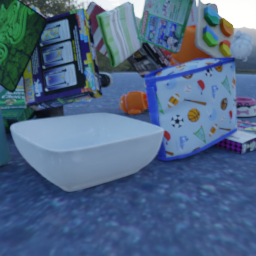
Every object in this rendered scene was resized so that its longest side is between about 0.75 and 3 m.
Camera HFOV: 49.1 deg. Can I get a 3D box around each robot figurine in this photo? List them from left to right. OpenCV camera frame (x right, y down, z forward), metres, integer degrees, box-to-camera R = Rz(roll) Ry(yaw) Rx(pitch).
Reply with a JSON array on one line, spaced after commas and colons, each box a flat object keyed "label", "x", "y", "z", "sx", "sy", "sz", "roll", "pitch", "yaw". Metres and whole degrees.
[{"label": "robot figurine", "x": 0.278, "y": -1.212, "z": 13.481, "sx": 1.595, "sy": 1.147, "sz": 0.930, "roll": -9, "pitch": 1, "yaw": 13}, {"label": "robot figurine", "x": 2.410, "y": -2.941, "z": 10.466, "sx": 1.830, "sy": 2.544, "sz": 1.484, "roll": 8, "pitch": 34, "yaw": -6}, {"label": "robot figurine", "x": 3.009, "y": -2.171, "z": 7.437, "sx": 0.541, "sy": 0.813, "sz": 0.958, "roll": -15, "pitch": 26, "yaw": 34}]

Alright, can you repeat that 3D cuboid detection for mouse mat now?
[{"label": "mouse mat", "x": -3.008, "y": -2.128, "z": 6.957, "sx": 1.665, "sy": 2.069, "sz": 0.078, "roll": 36, "pitch": 14, "yaw": 14}]

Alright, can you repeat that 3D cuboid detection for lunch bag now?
[{"label": "lunch bag", "x": 1.616, "y": -0.602, "z": 7.746, "sx": 2.715, "sy": 2.308, "sz": 1.681, "roll": -25, "pitch": 21, "yaw": -35}]

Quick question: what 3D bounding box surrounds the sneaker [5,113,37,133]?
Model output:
[{"label": "sneaker", "x": -4.347, "y": -0.293, "z": 10.036, "sx": 2.264, "sy": 0.829, "sz": 0.927, "roll": 14, "pitch": 35, "yaw": 17}]

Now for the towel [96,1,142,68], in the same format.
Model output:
[{"label": "towel", "x": -0.174, "y": -3.171, "z": 9.357, "sx": 0.348, "sy": 1.694, "sz": 2.270, "roll": -3, "pitch": 30, "yaw": 29}]

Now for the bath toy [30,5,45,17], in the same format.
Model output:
[{"label": "bath toy", "x": -3.691, "y": -4.582, "z": 11.717, "sx": 0.470, "sy": 0.553, "sz": 1.272, "roll": -3, "pitch": -12, "yaw": 17}]

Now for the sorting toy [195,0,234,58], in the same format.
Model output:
[{"label": "sorting toy", "x": 2.897, "y": -3.018, "z": 9.029, "sx": 2.006, "sy": 1.856, "sz": 0.366, "roll": 24, "pitch": -27, "yaw": -32}]

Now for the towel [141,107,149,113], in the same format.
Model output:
[{"label": "towel", "x": 0.980, "y": -0.916, "z": 14.181, "sx": 1.083, "sy": 0.194, "sz": 1.125, "roll": -4, "pitch": 17, "yaw": -3}]

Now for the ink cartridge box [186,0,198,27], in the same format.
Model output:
[{"label": "ink cartridge box", "x": 1.229, "y": -3.289, "z": 7.820, "sx": 1.311, "sy": 0.951, "sz": 0.549, "roll": -8, "pitch": 33, "yaw": 12}]

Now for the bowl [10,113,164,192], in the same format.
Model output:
[{"label": "bowl", "x": -0.987, "y": 0.459, "z": 6.673, "sx": 2.975, "sy": 1.110, "sz": 2.970, "roll": -11, "pitch": 18, "yaw": -36}]

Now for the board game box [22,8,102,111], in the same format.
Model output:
[{"label": "board game box", "x": -1.858, "y": -1.815, "z": 7.603, "sx": 1.959, "sy": 2.370, "sz": 0.672, "roll": -11, "pitch": -12, "yaw": 9}]

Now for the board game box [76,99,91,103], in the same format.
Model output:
[{"label": "board game box", "x": -2.722, "y": -1.731, "z": 17.228, "sx": 0.797, "sy": 0.223, "sz": 0.781, "roll": 0, "pitch": 14, "yaw": 2}]

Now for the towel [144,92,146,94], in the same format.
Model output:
[{"label": "towel", "x": 1.836, "y": -1.484, "z": 14.838, "sx": 1.474, "sy": 0.383, "sz": 2.224, "roll": 5, "pitch": 23, "yaw": -18}]

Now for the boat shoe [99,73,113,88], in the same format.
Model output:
[{"label": "boat shoe", "x": -1.450, "y": -1.845, "z": 10.934, "sx": 1.926, "sy": 0.712, "sz": 0.581, "roll": 16, "pitch": 26, "yaw": 40}]

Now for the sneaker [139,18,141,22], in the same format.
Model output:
[{"label": "sneaker", "x": 1.037, "y": -5.242, "z": 13.467, "sx": 0.937, "sy": 0.541, "sz": 0.352, "roll": 8, "pitch": 14, "yaw": -26}]

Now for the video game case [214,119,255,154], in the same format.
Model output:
[{"label": "video game case", "x": 3.396, "y": 0.155, "z": 9.143, "sx": 2.058, "sy": 0.407, "sz": 2.271, "roll": -13, "pitch": 19, "yaw": -31}]

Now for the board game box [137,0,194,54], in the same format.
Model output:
[{"label": "board game box", "x": 0.935, "y": -2.920, "z": 6.949, "sx": 1.211, "sy": 1.799, "sz": 0.262, "roll": 30, "pitch": 38, "yaw": 23}]

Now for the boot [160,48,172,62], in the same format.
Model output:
[{"label": "boot", "x": 1.727, "y": -3.189, "z": 13.227, "sx": 2.452, "sy": 0.888, "sz": 1.769, "roll": -30, "pitch": 39, "yaw": 8}]

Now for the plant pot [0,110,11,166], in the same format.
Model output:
[{"label": "plant pot", "x": -3.962, "y": 0.489, "z": 6.230, "sx": 1.399, "sy": 1.400, "sz": 1.981, "roll": 5, "pitch": 22, "yaw": 18}]

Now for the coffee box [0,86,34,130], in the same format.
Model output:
[{"label": "coffee box", "x": -3.925, "y": -0.747, "z": 9.543, "sx": 1.369, "sy": 0.490, "sz": 2.227, "roll": 3, "pitch": 34, "yaw": 4}]

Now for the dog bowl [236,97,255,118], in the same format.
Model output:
[{"label": "dog bowl", "x": 5.108, "y": -1.032, "z": 13.377, "sx": 2.017, "sy": 0.744, "sz": 2.017, "roll": -1, "pitch": 14, "yaw": 0}]

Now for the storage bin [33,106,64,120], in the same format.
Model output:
[{"label": "storage bin", "x": -3.390, "y": -0.511, "z": 11.124, "sx": 1.204, "sy": 0.835, "sz": 1.781, "roll": 2, "pitch": 15, "yaw": 8}]

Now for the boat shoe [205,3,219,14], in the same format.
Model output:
[{"label": "boat shoe", "x": 3.173, "y": -3.664, "z": 11.283, "sx": 0.849, "sy": 2.538, "sz": 0.723, "roll": -15, "pitch": 24, "yaw": -25}]

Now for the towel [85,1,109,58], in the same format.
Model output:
[{"label": "towel", "x": -0.947, "y": -3.788, "z": 11.177, "sx": 2.107, "sy": 1.518, "sz": 0.240, "roll": 36, "pitch": 35, "yaw": -7}]

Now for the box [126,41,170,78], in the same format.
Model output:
[{"label": "box", "x": 0.761, "y": -3.058, "z": 12.196, "sx": 1.691, "sy": 0.534, "sz": 2.145, "roll": 7, "pitch": -26, "yaw": 44}]
